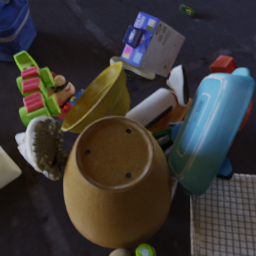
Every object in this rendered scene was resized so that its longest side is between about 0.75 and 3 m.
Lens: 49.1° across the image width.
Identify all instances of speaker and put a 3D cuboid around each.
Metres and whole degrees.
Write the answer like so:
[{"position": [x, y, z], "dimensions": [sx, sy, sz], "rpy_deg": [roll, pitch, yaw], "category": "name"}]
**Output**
[{"position": [0.535, -0.393, 8.288], "dimensions": [1.881, 0.764, 0.764], "rpy_deg": [-37, 61, -26], "category": "speaker"}]

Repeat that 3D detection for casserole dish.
[{"position": [1.566, 0.027, 5.819], "dimensions": [0.555, 2.861, 1.733], "rpy_deg": [21, 10, -9], "category": "casserole dish"}]

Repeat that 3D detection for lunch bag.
[{"position": [-4.829, -3.884, 10.794], "dimensions": [1.747, 1.701, 2.571], "rpy_deg": [4, 52, 3], "category": "lunch bag"}]

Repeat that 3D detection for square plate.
[{"position": [-4.816, 1.149, 7.796], "dimensions": [2.627, 0.377, 2.652], "rpy_deg": [-37, 61, -24], "category": "square plate"}]

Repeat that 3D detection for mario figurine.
[{"position": [-1.572, -0.922, 8.519], "dimensions": [2.977, 1.838, 1.578], "rpy_deg": [24, 99, 9], "category": "mario figurine"}]

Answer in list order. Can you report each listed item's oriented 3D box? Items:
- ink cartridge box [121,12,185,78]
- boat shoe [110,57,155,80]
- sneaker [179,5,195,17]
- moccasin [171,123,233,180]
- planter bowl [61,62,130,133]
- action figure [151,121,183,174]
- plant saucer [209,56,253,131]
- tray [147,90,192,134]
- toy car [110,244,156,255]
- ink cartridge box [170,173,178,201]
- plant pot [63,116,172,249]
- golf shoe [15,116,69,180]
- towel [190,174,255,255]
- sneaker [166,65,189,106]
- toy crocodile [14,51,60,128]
[{"position": [0.628, -2.204, 7.508], "dimensions": [0.714, 1.277, 1.871], "rpy_deg": [33, 18, 29], "category": "ink cartridge box"}, {"position": [0.142, -2.076, 10.182], "dimensions": [1.695, 0.527, 0.632], "rpy_deg": [15, 46, -7], "category": "boat shoe"}, {"position": [2.707, -5.386, 12.865], "dimensions": [0.361, 0.330, 0.847], "rpy_deg": [-32, 68, -31], "category": "sneaker"}, {"position": [1.791, 0.661, 7.099], "dimensions": [0.816, 0.692, 2.028], "rpy_deg": [-39, 43, 4], "category": "moccasin"}, {"position": [-0.604, -0.520, 6.957], "dimensions": [0.909, 2.182, 2.182], "rpy_deg": [41, 53, -21], "category": "planter bowl"}, {"position": [1.454, 0.345, 7.954], "dimensions": [2.639, 0.722, 1.559], "rpy_deg": [-27, 65, -14], "category": "action figure"}, {"position": [3.158, -1.173, 8.283], "dimensions": [0.362, 1.973, 1.969], "rpy_deg": [-22, 11, 34], "category": "plant saucer"}, {"position": [1.238, -0.380, 8.912], "dimensions": [0.880, 0.330, 1.784], "rpy_deg": [27, 61, 22], "category": "tray"}, {"position": [-0.095, 3.034, 5.957], "dimensions": [1.350, 1.109, 1.065], "rpy_deg": [1, 51, 13], "category": "toy car"}, {"position": [0.890, 1.638, 7.493], "dimensions": [0.708, 0.249, 1.186], "rpy_deg": [16, 56, 16], "category": "ink cartridge box"}, {"position": [-0.247, 0.991, 5.876], "dimensions": [2.703, 2.900, 2.703], "rpy_deg": [0, 64, 0], "category": "plant pot"}, {"position": [-1.962, 0.398, 5.879], "dimensions": [1.150, 2.366, 0.927], "rpy_deg": [25, 61, 6], "category": "golf shoe"}, {"position": [2.448, 2.252, 6.585], "dimensions": [1.945, 1.005, 2.349], "rpy_deg": [4, 54, 6], "category": "towel"}, {"position": [1.145, -0.926, 6.523], "dimensions": [0.451, 0.388, 1.065], "rpy_deg": [-17, 56, 30], "category": "sneaker"}, {"position": [-2.516, -0.929, 7.590], "dimensions": [0.957, 0.876, 2.836], "rpy_deg": [-19, 60, -1], "category": "toy crocodile"}]
